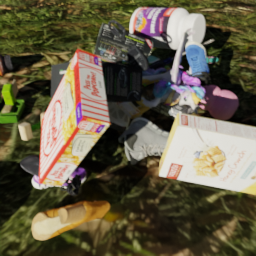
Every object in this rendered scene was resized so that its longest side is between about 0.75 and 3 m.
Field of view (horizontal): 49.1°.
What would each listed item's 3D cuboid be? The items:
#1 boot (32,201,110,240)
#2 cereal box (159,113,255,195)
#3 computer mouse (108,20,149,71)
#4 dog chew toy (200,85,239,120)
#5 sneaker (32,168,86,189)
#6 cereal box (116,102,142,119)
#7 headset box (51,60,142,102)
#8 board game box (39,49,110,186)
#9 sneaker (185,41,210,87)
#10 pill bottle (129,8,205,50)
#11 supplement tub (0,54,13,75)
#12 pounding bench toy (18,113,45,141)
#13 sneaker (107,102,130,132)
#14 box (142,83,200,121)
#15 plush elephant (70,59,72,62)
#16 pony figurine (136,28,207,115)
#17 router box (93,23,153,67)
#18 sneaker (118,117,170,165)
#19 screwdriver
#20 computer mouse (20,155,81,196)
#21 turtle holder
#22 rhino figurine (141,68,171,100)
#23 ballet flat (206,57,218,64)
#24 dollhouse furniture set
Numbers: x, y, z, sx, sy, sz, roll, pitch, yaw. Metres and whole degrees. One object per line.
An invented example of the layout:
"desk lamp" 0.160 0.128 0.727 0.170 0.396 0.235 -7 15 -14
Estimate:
"boot" -1.404 2.253 6.890 1.321 1.846 0.649 8 58 -46
"cereal box" 2.418 0.765 7.306 2.904 2.089 0.574 10 46 0
"computer mouse" 0.029 -2.324 7.909 0.492 1.678 0.286 -28 12 40
"dog chew toy" 3.208 -1.090 10.668 1.849 1.151 1.151 32 45 9
"sneaker" -1.999 1.340 8.178 1.570 0.694 0.632 -2 38 -15
"cereal box" 0.040 -0.673 9.896 0.588 0.162 0.817 -14 53 -47
"headset box" -1.035 -1.396 8.710 1.984 1.057 2.278 4 3 43
"board game box" -1.355 -0.141 6.480 0.608 2.624 1.988 13 46 -29
"sneaker" 2.364 -2.072 9.494 0.636 1.658 0.922 -7 55 25
"pill bottle" 1.658 -4.229 11.937 2.932 1.633 1.633 17 41 34
"supplement tub" -6.670 -3.000 13.449 2.027 1.084 1.084 -14 40 -17
"pounding bench toy" -2.255 -0.120 9.201 2.118 1.316 1.652 7 25 4
"sneaker" -0.214 -1.262 10.554 1.109 1.691 2.940 20 34 -18
"box" 1.750 -1.230 11.600 2.272 0.565 1.792 29 46 31
"plush elephant" -2.100 -1.915 10.937 1.723 1.419 1.334 -10 57 -12
"pony figurine" 1.594 -1.635 9.809 2.852 2.375 2.753 -1 62 38
"router box" -0.234 -2.914 10.474 1.973 1.478 0.613 18 69 -10
"sneaker" 0.847 0.776 8.813 2.745 1.030 1.585 25 51 31
"screwdriver" 1.944 -2.833 11.099 2.948 0.411 0.429 -25 25 10
"computer mouse" -1.991 1.117 7.440 1.723 0.454 1.193 27 5 -5
"turtle holder" 0.815 -2.455 12.447 1.283 1.373 1.807 40 65 7
"rhino figurine" 1.192 -1.714 11.169 2.015 0.602 0.881 -31 34 -13
"ballet flat" 4.189 -3.589 14.816 1.158 0.400 0.412 -9 20 -19
"dollhouse furniture set" -5.380 -1.081 10.635 2.337 1.531 1.173 -2 39 -4
